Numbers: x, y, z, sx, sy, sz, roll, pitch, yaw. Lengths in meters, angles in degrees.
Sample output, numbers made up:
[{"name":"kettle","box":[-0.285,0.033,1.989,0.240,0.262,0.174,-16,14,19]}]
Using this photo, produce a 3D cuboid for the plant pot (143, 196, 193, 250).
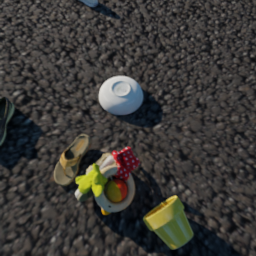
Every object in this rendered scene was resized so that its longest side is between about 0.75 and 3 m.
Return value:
[{"name":"plant pot","box":[1.361,3.088,8.964,1.348,1.348,1.268,-30,80,-16]}]

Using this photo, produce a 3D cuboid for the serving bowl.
[{"name":"serving bowl","box":[-0.310,-1.501,11.947,1.917,0.631,1.917,0,60,-1]}]

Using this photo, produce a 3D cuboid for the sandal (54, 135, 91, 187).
[{"name":"sandal","box":[-2.102,1.110,10.378,0.852,0.573,2.122,25,73,16]}]

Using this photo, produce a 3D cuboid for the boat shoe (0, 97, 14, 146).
[{"name":"boat shoe","box":[-5.264,-0.189,11.091,0.874,0.774,2.387,4,60,2]}]

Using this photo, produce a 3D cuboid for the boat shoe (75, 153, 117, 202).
[{"name":"boat shoe","box":[-1.165,1.740,10.040,0.707,0.773,2.068,35,58,24]}]

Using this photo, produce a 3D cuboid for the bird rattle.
[{"name":"bird rattle","box":[-0.517,1.861,9.676,2.399,1.351,1.956,-20,93,-43]}]

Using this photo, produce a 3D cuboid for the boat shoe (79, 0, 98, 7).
[{"name":"boat shoe","box":[-2.577,-7.387,15.317,2.164,0.711,0.779,39,67,20]}]
